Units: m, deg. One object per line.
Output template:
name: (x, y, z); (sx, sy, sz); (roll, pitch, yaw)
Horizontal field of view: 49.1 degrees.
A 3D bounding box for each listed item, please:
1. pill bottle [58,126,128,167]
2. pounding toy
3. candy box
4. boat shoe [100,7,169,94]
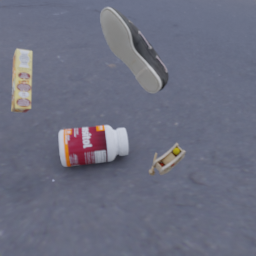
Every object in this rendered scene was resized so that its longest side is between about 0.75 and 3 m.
pill bottle: (-1.032, 0.513, 8.445); (1.969, 1.112, 1.112); (-6, 38, -9)
pounding toy: (0.759, 0.681, 6.203); (0.948, 0.542, 0.544); (-45, 66, 6)
candy box: (-2.819, -1.204, 7.407); (0.420, 1.520, 0.877); (3, -4, -27)
boat shoe: (0.189, -1.991, 7.161); (0.810, 2.422, 0.690); (-28, 11, 46)
